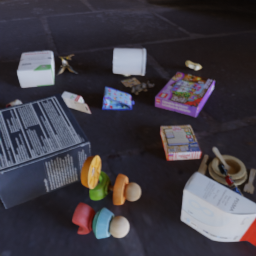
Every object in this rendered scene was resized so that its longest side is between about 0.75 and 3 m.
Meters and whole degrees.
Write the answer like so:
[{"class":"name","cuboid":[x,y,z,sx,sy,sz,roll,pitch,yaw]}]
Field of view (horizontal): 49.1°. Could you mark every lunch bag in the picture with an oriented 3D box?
[{"class":"lunch bag","cuboid":[-0.398,-1.198,11.947,1.314,0.618,0.989,7,34,-6]}]

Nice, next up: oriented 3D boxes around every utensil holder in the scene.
[{"class":"utensil holder","cuboid":[0.048,-3.201,13.490,1.501,1.276,1.276,3,37,-1]}]

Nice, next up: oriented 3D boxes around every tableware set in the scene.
[{"class":"tableware set","cuboid":[2.792,1.608,8.212,1.719,0.521,2.601,16,40,20]}]

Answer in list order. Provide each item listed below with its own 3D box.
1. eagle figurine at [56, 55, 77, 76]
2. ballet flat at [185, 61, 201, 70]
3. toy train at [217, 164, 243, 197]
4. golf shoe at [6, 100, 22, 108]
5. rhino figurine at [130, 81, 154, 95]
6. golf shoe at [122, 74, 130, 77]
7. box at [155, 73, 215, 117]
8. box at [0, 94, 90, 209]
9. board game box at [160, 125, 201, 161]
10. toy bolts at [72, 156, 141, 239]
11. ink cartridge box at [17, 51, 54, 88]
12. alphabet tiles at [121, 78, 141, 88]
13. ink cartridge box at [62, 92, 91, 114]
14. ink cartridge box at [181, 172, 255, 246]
[{"class":"eagle figurine","cuboid":[-3.233,-3.161,14.436,0.979,0.973,1.290,-28,64,29]},{"class":"ballet flat","cuboid":[3.391,-3.163,14.525,1.033,0.354,0.326,13,52,-25]},{"class":"toy train","cuboid":[2.953,1.544,8.126,0.271,0.201,1.181,19,36,-46]},{"class":"golf shoe","cuboid":[-4.411,-0.718,11.283,1.342,0.505,0.614,23,35,39]},{"class":"rhino figurine","cuboid":[0.647,-1.867,12.827,1.218,0.364,0.533,-20,30,-12]},{"class":"golf shoe","cuboid":[0.065,-2.880,14.244,0.914,0.403,0.353,-22,43,-25]},{"class":"box","cuboid":[2.547,-1.550,12.353,1.820,0.520,2.660,17,40,23]},{"class":"box","cuboid":[-2.847,0.560,8.536,2.633,1.636,2.655,-18,46,-22]},{"class":"board game box","cuboid":[1.801,0.487,9.832,1.127,0.344,1.487,-2,37,-2]},{"class":"toy bolts","cuboid":[-0.479,1.795,7.117,1.319,1.816,1.901,8,51,13]},{"class":"ink cartridge box","cuboid":[-4.499,-2.947,13.895,1.560,0.900,2.135,-6,38,-8]},{"class":"alphabet tiles","cuboid":[0.186,-2.143,13.565,0.777,0.035,0.930,-16,40,-20]},{"class":"ink cartridge box","cuboid":[-2.076,-1.033,11.526,1.240,0.676,0.312,17,62,21]},{"class":"ink cartridge box","cuboid":[2.374,2.209,6.232,2.460,1.970,0.582,29,62,26]}]
